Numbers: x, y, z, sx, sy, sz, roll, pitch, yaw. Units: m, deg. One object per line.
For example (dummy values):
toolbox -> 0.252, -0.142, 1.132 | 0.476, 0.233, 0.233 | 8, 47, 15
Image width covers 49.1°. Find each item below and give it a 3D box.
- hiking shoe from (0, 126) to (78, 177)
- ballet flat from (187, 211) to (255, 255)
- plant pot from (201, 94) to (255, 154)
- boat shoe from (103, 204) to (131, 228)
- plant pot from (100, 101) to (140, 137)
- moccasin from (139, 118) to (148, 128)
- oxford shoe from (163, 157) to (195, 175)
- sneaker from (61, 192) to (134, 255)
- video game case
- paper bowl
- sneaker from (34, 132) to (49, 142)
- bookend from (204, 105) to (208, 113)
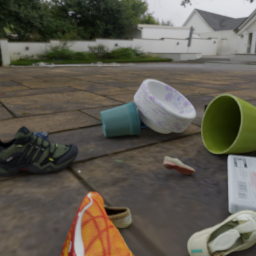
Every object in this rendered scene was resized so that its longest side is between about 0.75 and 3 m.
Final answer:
hiking shoe -> -2.689, 0.594, 7.960 | 2.529, 1.273, 0.958 | -7, 22, -16
ballet flat -> 1.880, 1.876, 4.930 | 1.795, 0.623, 0.623 | -15, 22, -26
plant pot -> 3.899, 0.017, 9.377 | 2.080, 1.946, 1.946 | 9, 13, -21
boat shoe -> -0.508, 1.765, 5.739 | 1.157, 0.384, 0.428 | 1, 17, 3
plant pot -> -0.345, -0.258, 10.960 | 1.342, 1.371, 1.371 | -11, 19, -9
moccasin -> 0.740, -0.476, 12.570 | 0.780, 0.661, 1.938 | 11, 20, 31
oxford shoe -> 1.438, 1.032, 7.805 | 0.931, 0.330, 0.344 | 21, 48, -8
sneaker -> -0.452, 2.027, 4.360 | 1.102, 1.043, 2.857 | 19, 17, -15
video game case -> 3.846, 1.453, 6.856 | 2.631, 0.342, 2.891 | 6, 17, 17
paper bowl -> 1.373, -0.748, 11.409 | 2.494, 1.297, 2.494 | 25, 30, -16
sneaker -> -2.860, 0.518, 9.513 | 1.450, 0.551, 1.047 | 10, 17, 23
bookend -> 4.762, -0.618, 12.687 | 1.895, 0.873, 1.883 | -15, 23, -42
